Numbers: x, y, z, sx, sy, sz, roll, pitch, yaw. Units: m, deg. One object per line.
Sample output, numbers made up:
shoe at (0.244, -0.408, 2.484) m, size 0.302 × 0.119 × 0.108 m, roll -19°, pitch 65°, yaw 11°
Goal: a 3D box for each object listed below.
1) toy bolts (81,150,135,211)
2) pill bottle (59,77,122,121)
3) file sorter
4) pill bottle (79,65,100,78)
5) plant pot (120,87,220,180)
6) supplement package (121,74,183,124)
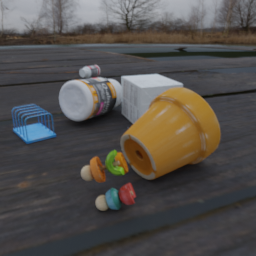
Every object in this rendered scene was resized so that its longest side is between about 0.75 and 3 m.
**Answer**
toy bolts at (-0.390, 1.082, 5.650) m, size 0.782 × 1.128 × 1.077 m, roll -21°, pitch -2°, yaw 6°
pill bottle at (-1.307, -1.182, 10.754) m, size 1.467 × 1.467 × 2.521 m, roll 11°, pitch 19°, yaw 27°
file sorter at (-3.138, -0.182, 9.206) m, size 0.957 × 0.846 × 1.380 m, roll -15°, pitch 25°, yaw -35°
pill bottle at (-2.572, -3.717, 18.623) m, size 0.760 × 0.760 × 1.372 m, roll 14°, pitch 25°, yaw 33°
plant pot at (0.882, 0.265, 6.842) m, size 1.807 × 1.974 × 1.974 m, roll -32°, pitch 35°, yaw -29°
supplement package at (0.794, -1.015, 10.367) m, size 1.567 × 1.556 × 2.065 m, roll -7°, pitch 22°, yaw -18°
